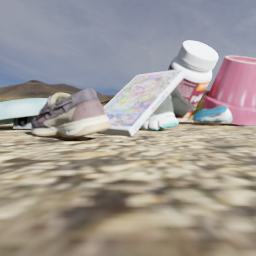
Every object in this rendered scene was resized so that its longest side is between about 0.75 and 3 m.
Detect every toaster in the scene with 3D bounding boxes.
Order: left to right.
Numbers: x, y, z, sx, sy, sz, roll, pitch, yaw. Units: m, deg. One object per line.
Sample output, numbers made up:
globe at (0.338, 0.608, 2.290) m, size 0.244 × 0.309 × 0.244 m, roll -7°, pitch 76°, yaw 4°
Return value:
toaster at (-2.611, -0.262, 7.854) m, size 0.924 × 0.606 × 1.021 m, roll 1°, pitch 3°, yaw -5°

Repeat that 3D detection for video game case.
video game case at (0.159, -0.633, 6.524) m, size 1.562 × 0.197 × 2.181 m, roll 4°, pitch 43°, yaw 47°

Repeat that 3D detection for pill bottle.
pill bottle at (2.194, -1.750, 10.747) m, size 1.604 × 2.810 × 1.604 m, roll 11°, pitch 42°, yaw -10°

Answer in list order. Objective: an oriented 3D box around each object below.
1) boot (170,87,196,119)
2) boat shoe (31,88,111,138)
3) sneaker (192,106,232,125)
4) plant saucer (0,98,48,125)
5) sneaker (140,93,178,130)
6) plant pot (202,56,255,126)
boot at (1.090, -0.563, 9.090) m, size 1.924 × 1.331 × 0.745 m, roll -40°, pitch 12°, yaw 51°
boat shoe at (-1.178, -0.261, 5.218) m, size 0.886 × 0.799 × 2.465 m, roll -10°, pitch 5°, yaw -35°
sneaker at (2.901, -0.339, 9.800) m, size 1.418 × 0.573 × 0.543 m, roll -8°, pitch 41°, yaw 48°
plant saucer at (-3.004, -0.477, 8.087) m, size 2.770 × 0.533 × 2.770 m, roll -9°, pitch 1°, yaw 0°
sneaker at (0.255, -0.648, 8.082) m, size 1.113 × 1.308 × 2.868 m, roll -8°, pitch 6°, yaw -40°
plant pot at (4.137, -1.482, 10.402) m, size 2.360 × 2.112 × 2.360 m, roll 5°, pitch 23°, yaw -2°
